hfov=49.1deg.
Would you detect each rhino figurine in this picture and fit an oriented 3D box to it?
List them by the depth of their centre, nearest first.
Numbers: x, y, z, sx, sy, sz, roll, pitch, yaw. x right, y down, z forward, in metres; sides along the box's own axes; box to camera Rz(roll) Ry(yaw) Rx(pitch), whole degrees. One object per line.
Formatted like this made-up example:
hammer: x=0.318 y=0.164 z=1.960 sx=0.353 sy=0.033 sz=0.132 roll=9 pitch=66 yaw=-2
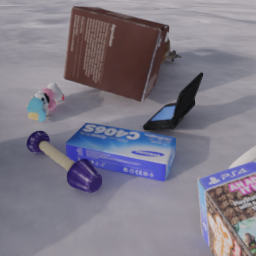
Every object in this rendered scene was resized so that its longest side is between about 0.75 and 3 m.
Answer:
rhino figurine: x=1.328 y=-3.467 z=13.058 sx=2.376 sy=0.711 sz=1.039 roll=10 pitch=9 yaw=15

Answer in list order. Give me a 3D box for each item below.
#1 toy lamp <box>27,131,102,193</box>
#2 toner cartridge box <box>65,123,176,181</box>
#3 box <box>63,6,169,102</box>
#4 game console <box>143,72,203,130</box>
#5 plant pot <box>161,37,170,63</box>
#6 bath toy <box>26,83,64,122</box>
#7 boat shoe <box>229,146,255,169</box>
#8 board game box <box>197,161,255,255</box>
toy lamp: x=-1.402 y=0.702 z=6.005 sx=2.206 sy=0.642 sz=0.642 roll=24 pitch=38 yaw=37
toner cartridge box: x=-0.147 y=0.486 z=6.462 sx=2.321 sy=0.501 sz=1.103 roll=9 pitch=31 yaw=16
box: x=-0.330 y=-2.527 z=9.256 sx=2.747 sy=2.256 sz=2.279 roll=18 pitch=25 yaw=9
game console: x=1.201 y=-0.712 z=7.497 sx=1.421 sy=0.940 sz=1.616 roll=-4 pitch=24 yaw=38
plant pot: x=0.588 y=-3.209 z=11.434 sx=2.286 sy=2.286 sz=2.263 roll=13 pitch=24 yaw=22
bath toy: x=-2.467 y=-0.809 z=8.586 sx=0.662 sy=0.778 sz=1.790 roll=34 pitch=25 yaw=-9
boat shoe: x=2.749 y=0.769 z=5.155 sx=2.318 sy=0.835 sz=0.794 roll=5 pitch=43 yaw=-42
board game box: x=2.450 y=1.604 z=3.288 sx=2.204 sy=1.339 sz=2.765 roll=-16 pitch=32 yaw=-5
